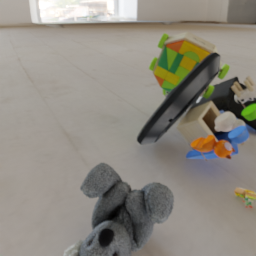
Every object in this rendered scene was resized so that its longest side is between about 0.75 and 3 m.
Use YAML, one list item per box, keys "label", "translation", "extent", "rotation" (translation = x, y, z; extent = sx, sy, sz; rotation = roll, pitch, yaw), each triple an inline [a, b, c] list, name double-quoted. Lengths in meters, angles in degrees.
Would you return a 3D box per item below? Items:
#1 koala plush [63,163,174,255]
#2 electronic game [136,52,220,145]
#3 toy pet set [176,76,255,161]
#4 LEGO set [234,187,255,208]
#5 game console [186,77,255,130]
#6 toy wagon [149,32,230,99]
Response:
- label: "koala plush"
  translation: [-0.201, 1.632, 4.179]
  extent: [1.381, 1.431, 1.557]
  rotation: [17, 50, 11]
- label: "electronic game"
  translation: [1.254, -0.679, 7.068]
  extent: [0.606, 2.912, 2.912]
  rotation: [42, 38, 9]
- label: "toy pet set"
  translation: [2.135, 0.131, 5.810]
  extent: [2.418, 1.284, 2.258]
  rotation: [-46, 13, -34]
- label: "LEGO set"
  translation: [2.590, 1.513, 5.225]
  extent: [1.318, 0.491, 0.606]
  rotation: [12, -7, 33]
- label: "game console"
  translation: [3.427, -0.624, 9.512]
  extent: [2.163, 1.431, 2.459]
  rotation: [-20, 17, 36]
- label: "toy wagon"
  translation: [1.735, -1.670, 8.956]
  extent: [2.188, 2.820, 0.558]
  rotation: [28, 55, 4]
